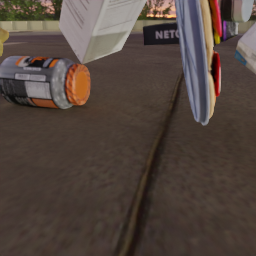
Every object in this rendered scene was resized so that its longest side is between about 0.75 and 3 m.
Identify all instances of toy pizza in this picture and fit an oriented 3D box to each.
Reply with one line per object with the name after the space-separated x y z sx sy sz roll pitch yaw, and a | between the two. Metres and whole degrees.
1.047 -1.411 4.214 0.435 2.746 2.746 -9 21 9 | toy pizza

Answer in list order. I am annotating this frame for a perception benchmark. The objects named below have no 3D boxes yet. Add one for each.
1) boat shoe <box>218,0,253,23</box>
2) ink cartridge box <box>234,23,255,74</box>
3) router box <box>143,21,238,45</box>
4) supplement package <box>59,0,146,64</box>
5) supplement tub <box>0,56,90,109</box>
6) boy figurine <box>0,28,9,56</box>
1.738 -2.695 4.539 0.628 1.838 0.679 19 40 36 | boat shoe
3.297 -1.382 6.114 1.852 0.628 1.074 45 8 15 | ink cartridge box
1.609 -2.487 7.206 2.035 0.520 1.518 7 24 31 | router box
-0.812 -3.598 8.385 1.693 1.630 2.976 -28 -8 -28 | supplement package
-2.759 -1.527 9.403 2.716 1.664 1.664 7 23 16 | supplement tub
-3.005 -2.067 6.022 0.945 0.490 1.520 -6 58 -49 | boy figurine
